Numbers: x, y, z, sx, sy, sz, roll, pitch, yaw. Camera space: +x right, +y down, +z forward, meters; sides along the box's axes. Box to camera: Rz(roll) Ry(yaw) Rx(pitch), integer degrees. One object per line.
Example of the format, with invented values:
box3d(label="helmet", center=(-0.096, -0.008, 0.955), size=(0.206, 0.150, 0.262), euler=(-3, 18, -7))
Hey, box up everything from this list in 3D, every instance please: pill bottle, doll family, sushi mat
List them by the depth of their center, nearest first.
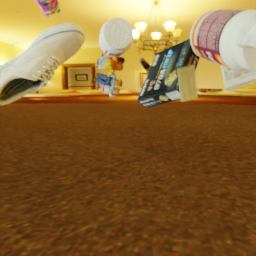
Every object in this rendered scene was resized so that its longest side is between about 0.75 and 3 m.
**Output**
box3d(label="pill bottle", center=(2.668, -2.217, 7.030), size=(1.382, 1.382, 2.421), euler=(-2, 23, -13))
box3d(label="pill bottle", center=(-0.358, -2.614, 8.161), size=(0.966, 0.966, 1.764), euler=(-1, 10, -7))
box3d(label="sushi mat", center=(1.732, -1.282, 8.169), size=(0.513, 1.073, 0.065), euler=(-12, 30, 1))
box3d(label="doll family", center=(-0.604, -1.743, 9.287), size=(0.990, 1.596, 0.719), euler=(16, 17, 20))

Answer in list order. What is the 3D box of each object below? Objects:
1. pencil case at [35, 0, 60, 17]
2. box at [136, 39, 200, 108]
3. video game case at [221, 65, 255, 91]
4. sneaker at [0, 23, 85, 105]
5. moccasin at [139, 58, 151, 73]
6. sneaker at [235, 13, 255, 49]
box3d(label="pencil case", center=(-1.975, -3.095, 6.715), size=(0.553, 0.553, 1.251), euler=(-1, 5, -5))
box3d(label="box", center=(1.589, -2.077, 10.651), size=(0.594, 2.582, 2.052), euler=(38, -29, -30))
box3d(label="video game case", center=(4.020, -2.393, 9.281), size=(1.889, 2.076, 0.238), euler=(-18, -35, 30))
box3d(label="sneaker", center=(-1.957, -1.327, 6.257), size=(2.502, 0.886, 0.914), euler=(-33, -29, 7))
box3d(label="moccasin", center=(0.956, -2.865, 13.360), size=(0.406, 1.109, 0.428), euler=(-33, 29, 14))
box3d(label="sneaker", center=(2.415, -1.479, 5.007), size=(0.862, 0.549, 1.491), euler=(45, 22, 9))
